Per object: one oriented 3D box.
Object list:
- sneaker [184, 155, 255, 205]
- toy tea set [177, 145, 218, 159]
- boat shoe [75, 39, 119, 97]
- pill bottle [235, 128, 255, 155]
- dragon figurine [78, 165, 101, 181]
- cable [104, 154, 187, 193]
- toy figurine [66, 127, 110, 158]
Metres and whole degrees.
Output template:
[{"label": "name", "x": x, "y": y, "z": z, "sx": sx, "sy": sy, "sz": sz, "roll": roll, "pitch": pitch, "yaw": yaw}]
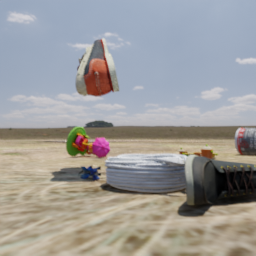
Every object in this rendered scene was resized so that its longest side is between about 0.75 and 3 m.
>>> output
[{"label": "sneaker", "x": 1.373, "y": 0.683, "z": 3.861, "sx": 0.919, "sy": 0.647, "sz": 1.730, "roll": -3, "pitch": -4, "yaw": 27}, {"label": "toy tea set", "x": 2.552, "y": 0.887, "z": 10.478, "sx": 1.482, "sy": 0.549, "sz": 0.881, "roll": -1, "pitch": -1, "yaw": 23}, {"label": "boat shoe", "x": -0.862, "y": -1.566, "z": 7.186, "sx": 0.926, "sy": 1.054, "sz": 2.961, "roll": -14, "pitch": 30, "yaw": -2}, {"label": "pill bottle", "x": 5.843, "y": 0.605, "z": 12.162, "sx": 2.062, "sy": 1.195, "sz": 1.195, "roll": -1, "pitch": -1, "yaw": 40}, {"label": "dragon figurine", "x": -0.856, "y": 0.933, "z": 5.892, "sx": 0.873, "sy": 0.257, "sz": 0.434, "roll": 1, "pitch": -1, "yaw": 38}, {"label": "cable", "x": 0.371, "y": 0.777, "z": 5.142, "sx": 1.586, "sy": 0.549, "sz": 1.586, "roll": -2, "pitch": -2, "yaw": 11}, {"label": "toy figurine", "x": -1.409, "y": 0.817, "z": 11.331, "sx": 1.542, "sy": 1.258, "sz": 1.675, "roll": 14, "pitch": -20, "yaw": 25}]
